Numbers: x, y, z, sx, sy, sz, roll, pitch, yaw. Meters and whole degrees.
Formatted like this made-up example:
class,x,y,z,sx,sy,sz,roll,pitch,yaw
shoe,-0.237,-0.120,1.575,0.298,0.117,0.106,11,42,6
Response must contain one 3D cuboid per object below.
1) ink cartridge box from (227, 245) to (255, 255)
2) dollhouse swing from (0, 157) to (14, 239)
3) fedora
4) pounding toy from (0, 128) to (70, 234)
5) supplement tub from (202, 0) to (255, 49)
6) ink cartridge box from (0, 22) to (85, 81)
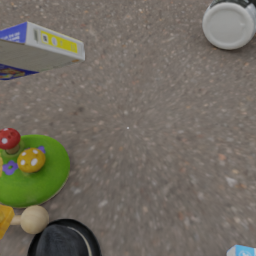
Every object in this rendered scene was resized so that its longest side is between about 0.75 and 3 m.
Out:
class,x,y,z,sx,sy,sz,roll,pitch,yaw
ink cartridge box,2.981,3.095,5.432,1.927,0.654,1.118,9,54,7
dollhouse swing,-1.617,0.388,3.271,1.106,1.217,1.070,2,22,23
fedora,-1.357,2.594,5.722,1.707,0.779,1.707,0,54,0
pounding toy,-2.564,0.959,6.582,2.046,1.230,2.651,5,51,4
supplement tub,4.070,-4.401,10.226,1.835,1.835,2.995,26,57,18
ink cartridge box,-2.405,-1.412,5.349,2.298,2.325,0.546,-6,90,22
